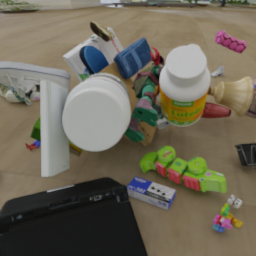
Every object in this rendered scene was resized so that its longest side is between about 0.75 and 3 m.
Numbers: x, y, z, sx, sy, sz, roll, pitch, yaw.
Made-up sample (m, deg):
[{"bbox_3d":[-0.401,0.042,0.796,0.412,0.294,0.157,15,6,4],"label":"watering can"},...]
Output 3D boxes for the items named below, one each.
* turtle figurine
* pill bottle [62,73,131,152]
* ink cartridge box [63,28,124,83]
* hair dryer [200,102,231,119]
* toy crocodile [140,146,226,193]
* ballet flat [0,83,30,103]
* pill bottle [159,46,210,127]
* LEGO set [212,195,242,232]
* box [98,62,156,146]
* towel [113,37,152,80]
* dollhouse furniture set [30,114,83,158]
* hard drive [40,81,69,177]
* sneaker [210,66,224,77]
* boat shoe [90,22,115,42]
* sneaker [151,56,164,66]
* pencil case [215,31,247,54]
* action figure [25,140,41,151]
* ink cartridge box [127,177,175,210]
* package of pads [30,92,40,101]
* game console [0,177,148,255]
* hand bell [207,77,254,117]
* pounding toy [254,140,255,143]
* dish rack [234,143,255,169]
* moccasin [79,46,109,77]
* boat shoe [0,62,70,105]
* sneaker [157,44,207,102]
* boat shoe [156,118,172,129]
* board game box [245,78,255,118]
[{"bbox_3d":[0.809,-1.058,8.167,1.479,2.199,2.937,22,52,11],"label":"turtle figurine"},{"bbox_3d":[-0.707,-0.480,6.923,1.542,1.542,2.727,0,16,0],"label":"pill bottle"},{"bbox_3d":[-1.437,-3.184,12.803,2.398,1.752,1.011,-38,30,-9],"label":"ink cartridge box"},{"bbox_3d":[2.344,-0.685,9.113,2.026,0.550,1.543,15,-2,-2],"label":"hair dryer"},{"bbox_3d":[1.364,1.130,7.223,2.365,0.798,0.730,19,50,35],"label":"toy crocodile"},{"bbox_3d":[-4.957,-1.486,11.992,0.864,0.864,2.328,-22,34,-32],"label":"ballet flat"},{"bbox_3d":[1.408,-1.001,7.110,1.206,2.172,1.206,-3,65,7],"label":"pill bottle"},{"bbox_3d":[2.259,2.002,6.162,0.470,0.437,1.144,24,32,30],"label":"LEGO set"},{"bbox_3d":[0.040,-0.917,9.365,0.283,2.661,2.176,-36,12,28],"label":"box"},{"bbox_3d":[0.236,-2.441,9.806,0.406,0.933,1.672,-6,30,46],"label":"towel"},{"bbox_3d":[-1.652,0.040,7.300,1.445,0.725,0.946,27,57,-16],"label":"dollhouse furniture set"},{"bbox_3d":[-1.660,0.024,6.437,0.261,1.989,1.311,-2,0,5],"label":"hard drive"},{"bbox_3d":[4.660,-2.945,14.601,0.846,0.486,0.318,-15,33,-24],"label":"sneaker"},{"bbox_3d":[-1.082,-4.084,11.810,0.495,0.466,1.301,-33,68,-30],"label":"boat shoe"},{"bbox_3d":[1.686,-3.562,15.277,0.572,0.873,1.512,-7,31,-13],"label":"sneaker"},{"bbox_3d":[4.085,-3.394,11.073,1.263,0.592,0.573,15,55,-19],"label":"pencil case"},{"bbox_3d":[-2.755,0.273,9.047,0.356,0.539,1.090,25,36,36],"label":"action figure"},{"bbox_3d":[0.554,1.609,6.980,1.130,0.250,0.531,14,32,23],"label":"ink cartridge box"},{"bbox_3d":[-3.750,-1.619,12.362,1.281,0.437,0.990,-13,32,-21],"label":"package of pads"},{"bbox_3d":[-1.251,2.189,5.984,2.648,1.541,2.329,-10,1,-17],"label":"game console"},{"bbox_3d":[2.704,-1.298,9.785,2.752,1.433,1.433,10,30,0],"label":"hand bell"},{"bbox_3d":[4.462,0.500,8.700,0.957,0.444,0.739,12,32,18],"label":"pounding toy"},{"bbox_3d":[4.269,0.581,6.963,2.033,0.723,2.650,-3,-9,-16],"label":"dish rack"},{"bbox_3d":[-1.125,-2.037,9.997,0.802,2.352,0.946,9,70,29],"label":"moccasin"},{"bbox_3d":[-3.382,-1.405,9.461,2.848,1.214,1.052,4,-13,-28],"label":"boat shoe"},{"bbox_3d":[1.974,-1.697,10.670,1.069,2.842,1.258,-4,57,-27],"label":"sneaker"},{"bbox_3d":[1.362,-0.262,9.514,1.015,0.360,0.354,-23,36,-15],"label":"boat shoe"},{"bbox_3d":[4.930,-1.089,10.605,1.024,1.285,0.622,24,38,36],"label":"board game box"}]
